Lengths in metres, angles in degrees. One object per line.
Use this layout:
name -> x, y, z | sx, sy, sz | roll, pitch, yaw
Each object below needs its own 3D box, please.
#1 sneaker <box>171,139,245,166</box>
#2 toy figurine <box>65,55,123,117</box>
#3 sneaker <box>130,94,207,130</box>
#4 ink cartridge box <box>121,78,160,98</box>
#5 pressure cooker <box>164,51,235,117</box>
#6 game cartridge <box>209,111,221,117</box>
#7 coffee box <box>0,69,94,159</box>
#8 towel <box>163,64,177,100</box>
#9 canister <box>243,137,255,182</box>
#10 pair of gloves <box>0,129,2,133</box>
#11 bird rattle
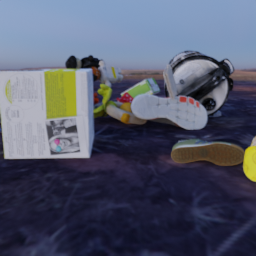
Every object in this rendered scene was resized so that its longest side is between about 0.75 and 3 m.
sneaker -> 1.884, 0.508, 6.759 | 1.651, 0.554, 0.741 | -1, 17, 11
toy figurine -> -1.634, -1.762, 12.110 | 1.771, 2.546, 2.507 | -4, 28, -37
sneaker -> 1.451, -0.636, 10.295 | 2.921, 1.126, 1.196 | 13, -3, -12
ink cartridge box -> 0.444, -1.780, 14.720 | 1.725, 0.884, 2.334 | -27, 0, 28
pressure cooker -> 2.819, -1.777, 11.586 | 2.669, 2.628, 2.988 | 11, 20, 4
game cartridge -> 3.275, -0.746, 13.222 | 1.845, 0.373, 1.230 | 0, 10, -3
coffee box -> -2.064, -0.504, 7.648 | 2.126, 2.150, 2.147 | -1, 12, -4
towel -> 1.433, -1.557, 9.536 | 0.184, 1.068, 0.708 | -7, 34, 25
canister -> 3.185, 0.625, 5.965 | 1.218, 0.710, 1.640 | 7, 13, 27
pair of gloves -> -4.047, 0.080, 9.258 | 1.114, 0.127, 0.896 | -2, -3, -4
bird rattle -> -0.183, -0.628, 11.329 | 2.658, 1.497, 2.167 | 13, 16, -49
